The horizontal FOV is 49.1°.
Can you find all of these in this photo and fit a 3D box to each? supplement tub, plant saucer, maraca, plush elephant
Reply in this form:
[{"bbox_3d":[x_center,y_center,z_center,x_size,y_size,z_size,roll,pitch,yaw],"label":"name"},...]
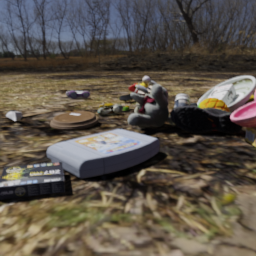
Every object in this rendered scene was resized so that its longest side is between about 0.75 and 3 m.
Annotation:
[{"bbox_3d":[2.167,-0.855,11.270,0.620,0.883,0.620,9,-22,4],"label":"supplement tub"},{"bbox_3d":[3.924,-0.453,8.380,1.628,0.413,1.628,-26,7,4],"label":"plant saucer"},{"bbox_3d":[-2.036,-0.314,10.590,1.825,0.269,1.825,-3,18,1],"label":"plant saucer"},{"bbox_3d":[4.333,-1.227,12.222,2.730,0.685,2.730,-32,18,12],"label":"plant saucer"},{"bbox_3d":[3.392,-0.550,10.623,1.148,0.896,1.674,-19,47,-22],"label":"maraca"},{"bbox_3d":[0.754,-0.819,10.210,1.999,1.647,1.548,23,14,-44],"label":"plush elephant"}]

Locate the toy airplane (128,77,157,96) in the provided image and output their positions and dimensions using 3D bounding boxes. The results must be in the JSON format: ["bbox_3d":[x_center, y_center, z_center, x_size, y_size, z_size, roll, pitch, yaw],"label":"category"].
[{"bbox_3d":[1.162,-2.277,16.241,1.950,1.382,1.958,-6,19,-15],"label":"toy airplane"}]

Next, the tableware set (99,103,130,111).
[{"bbox_3d":[-0.652,-0.974,13.605,1.526,0.234,1.028,3,18,9],"label":"tableware set"}]

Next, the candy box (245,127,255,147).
[{"bbox_3d":[4.131,0.379,7.669,1.059,0.512,1.814,-1,13,-2],"label":"candy box"}]

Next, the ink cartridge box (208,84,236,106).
[{"bbox_3d":[4.048,-1.325,12.282,0.905,0.511,1.233,-7,33,50],"label":"ink cartridge box"}]

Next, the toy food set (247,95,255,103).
[{"bbox_3d":[5.512,-1.070,12.984,0.905,0.502,1.538,-39,27,12],"label":"toy food set"}]

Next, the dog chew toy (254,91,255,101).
[{"bbox_3d":[5.223,-0.852,10.152,1.331,1.331,2.137,5,-25,18],"label":"dog chew toy"}]

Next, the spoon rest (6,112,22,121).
[{"bbox_3d":[-4.580,-0.472,11.385,0.631,0.385,1.270,-4,5,-31],"label":"spoon rest"}]

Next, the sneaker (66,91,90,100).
[{"bbox_3d":[-3.063,-1.970,17.084,1.432,0.536,0.713,2,1,-12],"label":"sneaker"}]

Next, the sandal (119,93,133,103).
[{"bbox_3d":[0.015,-1.642,15.766,0.562,0.337,1.497,29,29,22],"label":"sandal"}]

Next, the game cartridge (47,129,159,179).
[{"bbox_3d":[-0.491,0.561,7.093,2.567,0.533,1.710,-13,15,-42],"label":"game cartridge"}]

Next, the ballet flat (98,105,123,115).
[{"bbox_3d":[-0.734,-0.758,12.324,1.206,0.406,0.384,-12,11,-19],"label":"ballet flat"}]

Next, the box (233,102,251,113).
[{"bbox_3d":[4.820,-0.902,12.438,0.577,0.432,1.153,-11,9,-18],"label":"box"}]

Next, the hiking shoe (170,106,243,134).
[{"bbox_3d":[2.641,-0.273,9.772,2.437,0.923,1.227,9,7,3],"label":"hiking shoe"}]

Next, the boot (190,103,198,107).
[{"bbox_3d":[2.552,-0.616,11.840,1.093,0.435,1.327,-17,26,8],"label":"boot"}]

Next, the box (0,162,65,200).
[{"bbox_3d":[-1.894,1.026,5.581,1.197,0.294,0.964,-4,18,-14],"label":"box"}]
